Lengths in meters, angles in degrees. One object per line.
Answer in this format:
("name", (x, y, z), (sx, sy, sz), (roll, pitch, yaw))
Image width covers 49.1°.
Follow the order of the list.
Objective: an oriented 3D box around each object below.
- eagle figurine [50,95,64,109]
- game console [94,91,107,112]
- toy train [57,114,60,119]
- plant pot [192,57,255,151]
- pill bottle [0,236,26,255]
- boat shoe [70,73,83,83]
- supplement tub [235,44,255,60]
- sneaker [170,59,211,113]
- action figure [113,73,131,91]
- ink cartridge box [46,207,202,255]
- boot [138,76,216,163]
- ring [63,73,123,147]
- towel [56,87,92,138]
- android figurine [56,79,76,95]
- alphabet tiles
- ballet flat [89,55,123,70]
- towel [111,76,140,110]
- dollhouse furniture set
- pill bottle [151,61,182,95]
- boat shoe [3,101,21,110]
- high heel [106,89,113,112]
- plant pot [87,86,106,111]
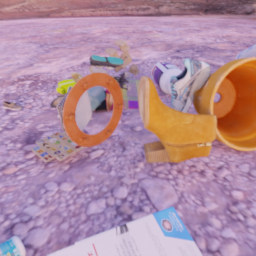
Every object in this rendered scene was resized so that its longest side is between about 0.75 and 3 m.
("eagle figurine", (-2.675, -1.211, 12.140), (0.905, 0.910, 1.200), (38, 24, 30))
("game console", (-0.801, -1.292, 13.169), (2.078, 0.322, 1.838), (-9, 33, -16))
("toy train", (-2.252, -0.570, 11.382), (0.787, 0.588, 1.381), (30, 28, 12))
("plant pot", (3.702, -0.981, 10.042), (2.980, 2.980, 2.728), (-5, 14, -10))
("pill bottle", (-2.506, 2.557, 5.537), (0.828, 0.459, 0.459), (-25, 36, -38))
("boat shoe", (-1.994, -1.915, 11.391), (0.364, 0.998, 0.314), (-16, 67, 12))
("supplement tub", (4.840, -2.484, 10.067), (1.184, 1.184, 1.795), (-8, -2, -16))
("sneaker", (1.870, -1.375, 10.140), (1.062, 2.460, 0.955), (20, 21, -16))
("action figure", (-0.172, -1.732, 10.424), (0.565, 0.658, 1.106), (1, 8, -22))
("ink cartridge box", (-0.017, 2.514, 4.765), (2.499, 0.848, 1.450), (-12, 49, -23))
("boot", (1.450, -0.245, 7.998), (2.141, 2.990, 1.052), (-10, 35, -3))
("ring", (-0.874, -0.464, 7.871), (0.208, 2.167, 2.167), (22, 34, 40))
("towel", (-1.618, -0.496, 8.381), (0.559, 1.307, 1.082), (10, 44, 19))
("android figurine", (-2.975, -2.149, 14.680), (1.606, 0.362, 1.765), (-24, 37, -37))
("alphabet tiles", (-2.268, 0.549, 9.211), (1.536, 0.058, 1.846), (-28, 31, -31))
("ballet flat", (-0.806, -2.338, 10.090), (1.294, 0.473, 0.473), (0, 25, -29))
("towel", (-0.067, -1.392, 11.383), (1.878, 1.348, 0.214), (-2, -11, -38))
("dollhouse furniture set", (-0.826, -3.430, 15.498), (2.225, 2.044, 1.448), (-44, 44, -13))
("pill bottle", (2.119, -2.491, 14.268), (1.340, 1.340, 2.404), (-5, 28, -10))
("boat shoe", (-5.223, -1.014, 12.588), (0.922, 0.275, 0.331), (9, 29, 18))
("high heel", (-0.665, -1.033, 10.164), (0.374, 1.108, 0.533), (16, 67, 19))
("plant pot", (-1.549, -1.305, 11.623), (1.016, 0.995, 0.997), (44, 40, -4))
